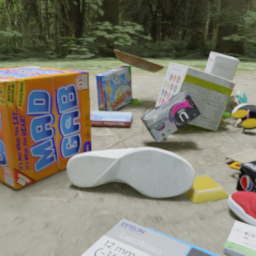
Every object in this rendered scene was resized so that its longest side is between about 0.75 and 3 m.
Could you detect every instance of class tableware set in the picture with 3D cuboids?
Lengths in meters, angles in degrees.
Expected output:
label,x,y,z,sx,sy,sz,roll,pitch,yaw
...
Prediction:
label,x,y,z,sx,sy,sz,roll,pitch,yaw
tableware set,4.290,-0.265,10.630,1.895,0.291,1.277,1,33,41

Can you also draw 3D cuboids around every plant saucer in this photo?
label,x,y,z,sx,sy,sz,roll,pitch,yaw
plant saucer,1.657,1.324,6.287,0.869,0.211,0.869,-6,18,-15
plant saucer,0.523,-3.357,14.425,2.765,0.490,2.765,17,13,-4

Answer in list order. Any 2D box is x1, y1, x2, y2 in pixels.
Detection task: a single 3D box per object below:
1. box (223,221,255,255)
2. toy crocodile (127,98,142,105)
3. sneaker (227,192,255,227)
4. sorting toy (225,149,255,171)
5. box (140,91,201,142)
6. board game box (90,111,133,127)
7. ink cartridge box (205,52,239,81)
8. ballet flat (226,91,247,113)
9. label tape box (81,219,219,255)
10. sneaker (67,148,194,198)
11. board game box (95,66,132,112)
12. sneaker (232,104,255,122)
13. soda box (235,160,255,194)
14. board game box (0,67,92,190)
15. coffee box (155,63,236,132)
label,x,y,z,sx,sy,sz,roll,pitch,yaw
box,1.971,1.885,4.624,0.581,0.146,0.805,11,19,31
toy crocodile,0.222,-1.426,14.778,1.095,0.338,0.370,9,20,26
sneaker,2.863,1.235,4.681,0.843,1.331,2.367,-16,23,-41
sorting toy,3.394,0.911,7.511,2.082,0.284,1.172,-11,16,-31
box,1.301,-0.352,8.833,1.588,0.911,1.049,-34,4,1
board game box,-1.234,-0.394,11.453,2.758,0.268,1.420,3,16,4
ink cartridge box,4.013,-2.066,12.881,1.074,2.550,1.844,14,19,4
ballet flat,5.054,-1.097,13.159,0.887,1.050,2.776,-25,0,29
label tape box,0.380,1.903,3.510,1.702,0.786,2.376,11,22,32
sneaker,0.106,0.878,6.560,2.856,1.074,1.264,4,6,15
board game box,-0.588,-1.837,13.293,0.465,1.825,2.696,8,24,25
sneaker,5.292,-0.557,11.321,2.091,0.739,1.037,-2,12,-19
soda box,3.429,1.060,6.266,2.015,0.713,0.638,-7,21,-22
board game box,-2.728,-0.263,7.527,2.459,2.461,2.460,13,22,36
coffee box,2.460,-1.229,10.772,1.966,1.944,1.963,14,14,-14
